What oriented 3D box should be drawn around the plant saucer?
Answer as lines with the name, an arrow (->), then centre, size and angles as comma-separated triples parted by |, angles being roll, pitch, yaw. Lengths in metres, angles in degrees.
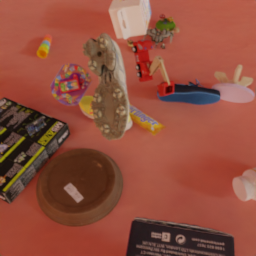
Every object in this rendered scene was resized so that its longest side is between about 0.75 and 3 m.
plant saucer -> -1.203, 1.335, 6.941 | 2.168, 0.319, 2.168 | 0, 50, 0

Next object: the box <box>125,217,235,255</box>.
box -> 0.568, 3.232, 4.040 | 1.559, 2.211, 2.988 | 7, 49, 7

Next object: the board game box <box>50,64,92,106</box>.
board game box -> -1.605, -1.210, 7.753 | 0.929, 0.229, 1.176 | 32, 91, -5

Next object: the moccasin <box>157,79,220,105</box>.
moccasin -> 1.903, -1.198, 8.774 | 1.949, 0.784, 0.665 | 7, 62, 4

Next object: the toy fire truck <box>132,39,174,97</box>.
toy fire truck -> 0.623, -1.539, 7.098 | 0.353, 1.449, 1.022 | -19, 16, -32

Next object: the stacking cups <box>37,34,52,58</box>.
stacking cups -> -3.212, -3.178, 10.834 | 0.383, 0.383, 1.265 | -1, 45, -1

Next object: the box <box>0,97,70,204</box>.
box -> -3.264, 0.435, 7.541 | 2.417, 0.595, 2.503 | 22, 52, 16

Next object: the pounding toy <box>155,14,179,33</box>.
pounding toy -> 1.632, -4.404, 11.737 | 0.862, 0.518, 1.117 | -12, 50, -10

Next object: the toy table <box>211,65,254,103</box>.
toy table -> 3.298, -1.333, 8.794 | 1.276, 1.173, 0.747 | 18, 67, -5

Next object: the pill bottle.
pill bottle -> 3.237, 1.294, 6.681 | 1.331, 0.748, 0.748 | -13, 51, -10

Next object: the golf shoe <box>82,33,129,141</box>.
golf shoe -> -0.340, -1.062, 7.489 | 1.069, 2.730, 1.327 | -3, 7, 23

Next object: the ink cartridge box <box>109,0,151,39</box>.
ink cartridge box -> 0.108, -4.587, 11.230 | 1.247, 1.280, 1.992 | -3, 48, 17

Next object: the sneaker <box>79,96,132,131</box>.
sneaker -> -0.688, -0.625, 8.247 | 1.823, 0.823, 0.713 | 22, 59, 19

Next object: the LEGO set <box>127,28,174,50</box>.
LEGO set -> 0.952, -3.571, 10.983 | 2.022, 0.573, 1.313 | -36, 58, -27

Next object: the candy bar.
candy bar -> 0.221, -0.407, 8.497 | 2.009, 0.223, 0.501 | 36, 58, 26
